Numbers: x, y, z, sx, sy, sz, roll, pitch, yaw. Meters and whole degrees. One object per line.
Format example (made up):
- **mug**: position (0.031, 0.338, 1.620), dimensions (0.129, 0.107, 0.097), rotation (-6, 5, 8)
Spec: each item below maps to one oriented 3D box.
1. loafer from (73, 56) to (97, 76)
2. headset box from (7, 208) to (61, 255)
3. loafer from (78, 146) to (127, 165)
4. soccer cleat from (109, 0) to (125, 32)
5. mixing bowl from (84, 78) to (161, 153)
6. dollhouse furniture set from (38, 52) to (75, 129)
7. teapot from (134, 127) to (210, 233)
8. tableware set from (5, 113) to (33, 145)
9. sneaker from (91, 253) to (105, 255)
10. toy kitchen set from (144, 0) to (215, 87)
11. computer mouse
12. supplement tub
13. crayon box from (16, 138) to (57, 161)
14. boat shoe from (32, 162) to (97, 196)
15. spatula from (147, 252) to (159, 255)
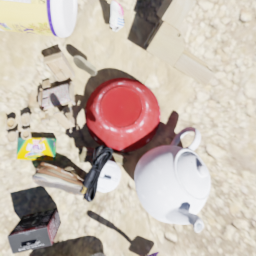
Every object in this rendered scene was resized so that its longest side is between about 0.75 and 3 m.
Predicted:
- **loafer**: position (-1.196, -1.743, 7.809), dimensions (0.756, 0.258, 0.286), rotation (37, 126, -17)
- **headset box**: position (-2.531, 2.812, 7.666), dimensions (1.060, 1.425, 0.550), rotation (-13, 98, -2)
- **loafer**: position (-0.780, 0.910, 8.225), dimensions (1.526, 0.580, 0.515), rotation (15, 87, -19)
- **soccer cleat**: position (-0.371, -3.289, 8.379), dimensions (0.395, 1.131, 0.488), rotation (38, 84, 16)
- **mixing bowl**: position (-0.175, -0.472, 8.160), dimensions (2.392, 1.295, 2.392), rotation (0, 84, 0)
- **dollhouse furniture set**: position (-2.167, -0.999, 8.020), dimensions (1.065, 0.910, 2.055), rotation (-14, 58, 10)
- **teapot**: position (1.383, 1.313, 7.406), dimensions (1.647, 2.225, 2.254), rotation (-35, 79, 41)
- **tableware set**: position (-3.259, 0.023, 8.334), dimensions (0.957, 0.111, 0.800), rotation (-14, 79, 8)
- **sneaker**: position (-1.908, 4.133, 7.796), dimensions (2.760, 1.055, 1.111), rotation (-28, 75, -5)
- **toy kitchen set**: position (1.926, -2.979, 8.264), dimensions (2.128, 1.924, 2.358), rotation (28, 114, -13)
- **computer mouse**: position (-0.530, 1.207, 7.085), dimensions (0.512, 2.332, 1.279), rotation (18, 82, 12)
- **supplement tub**: position (-3.023, -3.791, 8.164), dimensions (2.749, 1.999, 1.999), rotation (7, 83, 1)
- **crayon box**: position (-2.762, 0.654, 8.497), dimensions (1.121, 0.327, 0.666), rotation (1, 83, 0)
- **boat shoe**: position (-1.753, 1.459, 8.128), dimensions (1.915, 0.725, 0.688), rotation (21, 56, -18)
- **spatula**: position (0.088, 3.648, 7.387), dimensions (0.593, 2.098, 0.216), rotation (-32, 64, 31)
